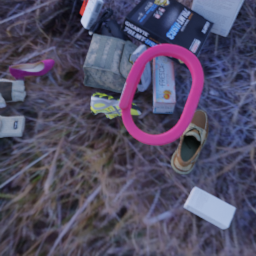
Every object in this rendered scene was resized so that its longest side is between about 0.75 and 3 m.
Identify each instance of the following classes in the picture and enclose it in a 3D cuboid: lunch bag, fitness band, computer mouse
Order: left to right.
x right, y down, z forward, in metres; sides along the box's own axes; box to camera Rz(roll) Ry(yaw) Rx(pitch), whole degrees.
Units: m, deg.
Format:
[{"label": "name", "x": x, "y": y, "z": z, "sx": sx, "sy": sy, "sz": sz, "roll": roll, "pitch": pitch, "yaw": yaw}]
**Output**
[{"label": "computer mouse", "x": -0.595, "y": -3.508, "z": 10.741, "sx": 1.263, "sy": 0.481, "sz": 1.824, "roll": -40, "pitch": 98, "yaw": 23}, {"label": "lunch bag", "x": -0.413, "y": -2.275, "z": 10.142, "sx": 2.111, "sy": 1.241, "sz": 1.731, "roll": 12, "pitch": 60, "yaw": -1}, {"label": "fitness band", "x": 0.880, "y": -0.877, "z": 7.490, "sx": 1.962, "sy": 0.511, "sz": 2.733, "roll": 20, "pitch": 85, "yaw": 9}]

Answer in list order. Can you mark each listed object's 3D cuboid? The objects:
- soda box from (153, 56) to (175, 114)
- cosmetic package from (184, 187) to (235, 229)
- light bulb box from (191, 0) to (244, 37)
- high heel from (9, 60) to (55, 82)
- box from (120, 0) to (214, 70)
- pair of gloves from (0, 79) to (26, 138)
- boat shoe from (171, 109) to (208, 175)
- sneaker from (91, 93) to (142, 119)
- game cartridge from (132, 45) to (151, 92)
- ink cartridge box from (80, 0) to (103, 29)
[{"label": "soda box", "x": 1.253, "y": -1.631, "z": 10.034, "sx": 0.710, "sy": 0.763, "sz": 2.232, "roll": 3, "pitch": 61, "yaw": 1}, {"label": "cosmetic package", "x": 2.348, "y": 2.321, "z": 8.117, "sx": 1.270, "sy": 0.470, "sz": 0.646, "roll": 29, "pitch": 66, "yaw": 12}, {"label": "light bulb box", "x": 3.922, "y": -5.811, "z": 11.076, "sx": 1.783, "sy": 2.858, "sz": 2.833, "roll": 24, "pitch": 64, "yaw": 12}, {"label": "high heel", "x": -3.545, "y": -2.297, "z": 10.379, "sx": 1.643, "sy": 0.788, "sz": 0.553, "roll": -24, "pitch": 65, "yaw": -12}, {"label": "box", "x": 1.587, "y": -3.820, "z": 10.553, "sx": 2.862, "sy": 0.716, "sz": 2.883, "roll": 31, "pitch": 51, "yaw": 2}, {"label": "pair of gloves", "x": -4.615, "y": -0.668, "z": 9.733, "sx": 2.061, "sy": 0.425, "sz": 2.424, "roll": -6, "pitch": 65, "yaw": -8}, {"label": "boat shoe", "x": 2.081, "y": 0.354, "z": 8.892, "sx": 0.896, "sy": 0.875, "sz": 2.369, "roll": 20, "pitch": 62, "yaw": 8}, {"label": "sneaker", "x": -0.399, "y": -0.630, "z": 9.071, "sx": 1.765, "sy": 0.674, "sz": 0.665, "roll": 12, "pitch": 15, "yaw": -22}, {"label": "game cartridge", "x": 0.483, "y": -2.020, "z": 9.443, "sx": 0.275, "sy": 1.357, "sz": 0.905, "roll": 6, "pitch": 37, "yaw": 27}, {"label": "ink cartridge box", "x": -1.643, "y": -4.936, "z": 11.446, "sx": 0.359, "sy": 1.216, "sz": 1.519, "roll": 0, "pitch": 45, "yaw": -38}]
